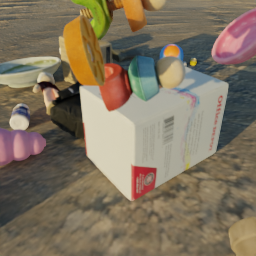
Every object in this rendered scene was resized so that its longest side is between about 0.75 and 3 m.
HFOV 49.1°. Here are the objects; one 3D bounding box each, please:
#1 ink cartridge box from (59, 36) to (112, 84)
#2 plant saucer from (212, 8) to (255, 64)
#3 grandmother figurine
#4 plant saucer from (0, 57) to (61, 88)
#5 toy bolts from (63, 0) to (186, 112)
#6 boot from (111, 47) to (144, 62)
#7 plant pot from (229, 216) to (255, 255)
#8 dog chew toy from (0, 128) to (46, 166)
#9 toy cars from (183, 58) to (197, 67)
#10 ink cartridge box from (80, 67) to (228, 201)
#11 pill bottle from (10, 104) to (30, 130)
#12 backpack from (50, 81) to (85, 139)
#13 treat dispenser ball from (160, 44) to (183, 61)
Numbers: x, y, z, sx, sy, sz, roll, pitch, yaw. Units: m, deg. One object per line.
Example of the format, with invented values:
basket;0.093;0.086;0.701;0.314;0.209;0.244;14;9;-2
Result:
ink cartridge box;-1.662;-2.555;11.033;2.261;1.862;0.849;27;42;35
plant saucer;3.074;-2.359;7.444;0.444;1.752;1.752;35;24;-24
grandmother figurine;-2.642;-1.220;9.743;0.691;1.383;2.280;-43;48;10
plant saucer;-4.136;-2.219;11.361;2.925;0.734;2.925;-5;27;2
toy bolts;0.113;-1.119;4.101;1.392;2.006;1.917;-12;42;10
boot;-0.138;-3.907;14.353;1.508;0.547;1.372;-26;55;-24
plant pot;2.365;2.200;4.312;1.434;1.434;1.245;4;49;7
dog chew toy;-2.946;0.453;7.301;1.537;0.957;0.957;-5;32;-24
toy cars;2.874;-3.143;13.399;1.304;0.289;0.585;-22;38;-29
ink cartridge box;0.638;-0.133;7.019;2.921;2.123;2.113;-22;39;-30
pill bottle;-3.406;-0.383;8.887;0.540;0.540;0.973;-7;33;-10
backpack;-1.412;-0.633;8.536;1.542;1.169;1.847;34;41;-8
treat dispenser ball;2.018;-3.320;12.982;1.088;1.088;1.088;0;33;0
